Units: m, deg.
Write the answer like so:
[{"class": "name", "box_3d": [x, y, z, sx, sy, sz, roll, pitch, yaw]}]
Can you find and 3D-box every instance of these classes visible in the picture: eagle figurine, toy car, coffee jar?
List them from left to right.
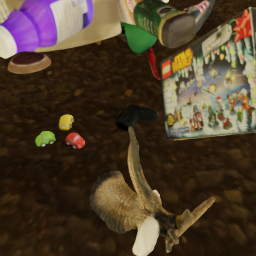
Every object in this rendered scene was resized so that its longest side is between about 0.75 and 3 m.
[{"class": "toy car", "box_3d": [-2.026, 0.173, 8.008, 1.276, 0.303, 1.356, -19, 52, -16]}, {"class": "eagle figurine", "box_3d": [0.236, 1.460, 6.147, 2.471, 1.865, 1.875, 42, 71, 18]}, {"class": "coffee jar", "box_3d": [0.862, -2.577, 6.832, 0.864, 0.707, 1.656, -26, 47, -15]}]

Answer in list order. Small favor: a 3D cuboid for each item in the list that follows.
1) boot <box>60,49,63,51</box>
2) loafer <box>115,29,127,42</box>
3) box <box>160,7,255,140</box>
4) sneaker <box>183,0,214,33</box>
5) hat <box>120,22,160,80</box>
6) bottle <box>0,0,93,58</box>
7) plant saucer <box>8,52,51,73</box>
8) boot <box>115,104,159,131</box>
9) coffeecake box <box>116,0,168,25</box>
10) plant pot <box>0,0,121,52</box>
[{"class": "boot", "box_3d": [-2.882, -3.772, 11.303, 1.321, 0.481, 1.404, 13, 50, 11]}, {"class": "loafer", "box_3d": [-0.239, -3.898, 11.476, 0.376, 0.368, 1.030, -33, 57, -25]}, {"class": "box", "box_3d": [1.570, -0.767, 5.432, 0.547, 2.744, 1.879, -1, 85, -23]}, {"class": "sneaker", "box_3d": [2.994, -5.107, 12.193, 1.008, 0.862, 2.457, 26, 53, 17]}, {"class": "hat", "box_3d": [0.395, -2.904, 10.697, 1.779, 1.891, 2.148, 10, 7, -3]}, {"class": "bottle", "box_3d": [-1.567, -2.016, 5.300, 0.716, 0.916, 2.193, 25, 50, 22]}, {"class": "plant saucer", "box_3d": [-1.782, -1.196, 5.034, 0.752, 0.130, 0.752, -3, 36, 2]}, {"class": "boot", "box_3d": [0.238, -0.260, 8.313, 1.119, 0.414, 0.917, 19, 49, 25]}, {"class": "coffeecake box", "box_3d": [-0.045, -4.320, 8.466, 2.697, 0.985, 2.070, 29, 70, 35]}, {"class": "plant pot", "box_3d": [-2.184, -3.470, 7.255, 2.779, 2.775, 2.460, 24, 52, 33]}]
